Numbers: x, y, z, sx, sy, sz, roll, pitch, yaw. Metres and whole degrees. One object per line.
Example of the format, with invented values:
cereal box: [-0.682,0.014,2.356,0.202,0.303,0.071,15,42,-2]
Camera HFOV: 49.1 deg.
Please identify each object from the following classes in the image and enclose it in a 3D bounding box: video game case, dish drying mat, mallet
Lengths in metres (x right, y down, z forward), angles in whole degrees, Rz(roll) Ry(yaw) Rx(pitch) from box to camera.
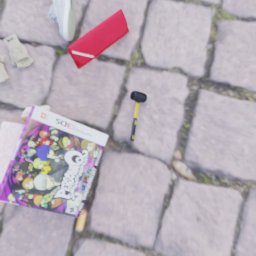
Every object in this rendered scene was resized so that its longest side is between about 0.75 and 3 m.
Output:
video game case: [-1.952,0.976,7.628,2.292,0.453,2.528,25,80,-30]
dish drying mat: [-0.883,-2.813,8.909,2.228,0.856,0.203,-41,45,-16]
mallet: [0.300,-0.370,8.943,0.525,0.328,1.593,0,95,-36]

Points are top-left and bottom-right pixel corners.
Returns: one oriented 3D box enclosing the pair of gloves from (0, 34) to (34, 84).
pair of gloves: [-4.014,-2.242,9.246,1.476,0.259,1.255,-38,80,-7]

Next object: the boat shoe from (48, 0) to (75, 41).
boat shoe: [-2.226,-3.842,9.287,0.773,0.757,2.169,-6,76,6]

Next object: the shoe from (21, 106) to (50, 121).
shoe: [-2.728,-0.395,8.367,0.609,1.743,0.465,15,82,-37]

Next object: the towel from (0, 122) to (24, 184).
towel: [-3.239,0.874,8.757,1.858,0.314,1.945,8,81,1]
